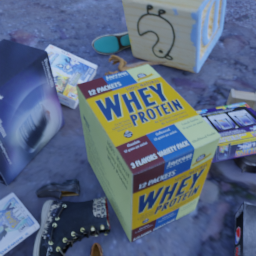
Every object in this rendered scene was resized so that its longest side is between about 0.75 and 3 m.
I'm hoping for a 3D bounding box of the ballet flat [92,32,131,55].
[{"bbox_3d":[-0.516,-3.815,12.566,2.468,0.832,0.769,-17,20,-20],"label":"ballet flat"}]

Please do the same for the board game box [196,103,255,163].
[{"bbox_3d":[2.825,0.104,8.310,2.303,0.653,1.904,-10,33,-3],"label":"board game box"}]

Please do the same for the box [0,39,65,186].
[{"bbox_3d":[-3.383,-0.468,7.749,1.720,2.792,2.769,19,49,18],"label":"box"}]

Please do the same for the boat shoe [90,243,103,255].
[{"bbox_3d":[-0.698,3.013,6.105,0.360,0.338,1.000,-5,46,-5],"label":"boat shoe"}]

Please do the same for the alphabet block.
[{"bbox_3d":[1.926,-4.412,11.093,2.988,2.918,2.934,21,60,25],"label":"alphabet block"}]

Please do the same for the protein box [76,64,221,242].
[{"bbox_3d":[0.273,0.557,6.727,1.914,2.837,2.816,-20,49,-18],"label":"protein box"}]

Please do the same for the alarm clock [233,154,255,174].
[{"bbox_3d":[3.629,0.710,8.266,0.985,0.486,1.460,2,42,2],"label":"alarm clock"}]

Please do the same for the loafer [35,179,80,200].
[{"bbox_3d":[-1.837,1.677,7.364,1.148,0.418,0.415,-13,52,-10],"label":"loafer"}]

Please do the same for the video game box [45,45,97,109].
[{"bbox_3d":[-2.474,-1.955,10.392,2.058,0.529,2.259,22,48,-2],"label":"video game box"}]

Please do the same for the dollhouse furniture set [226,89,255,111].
[{"bbox_3d":[5.049,-1.779,9.165,2.933,2.594,1.631,10,46,8],"label":"dollhouse furniture set"}]

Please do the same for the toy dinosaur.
[{"bbox_3d":[-0.022,-2.267,11.052,2.739,0.827,1.455,-36,79,-18],"label":"toy dinosaur"}]

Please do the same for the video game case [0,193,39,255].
[{"bbox_3d":[-3.069,2.329,6.378,1.617,0.195,1.774,-34,31,-28],"label":"video game case"}]

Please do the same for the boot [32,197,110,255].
[{"bbox_3d":[-1.206,2.476,6.275,1.583,0.757,2.096,-7,43,0],"label":"boot"}]

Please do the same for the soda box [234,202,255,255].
[{"bbox_3d":[2.755,2.816,6.030,0.809,0.724,2.285,12,48,12],"label":"soda box"}]
